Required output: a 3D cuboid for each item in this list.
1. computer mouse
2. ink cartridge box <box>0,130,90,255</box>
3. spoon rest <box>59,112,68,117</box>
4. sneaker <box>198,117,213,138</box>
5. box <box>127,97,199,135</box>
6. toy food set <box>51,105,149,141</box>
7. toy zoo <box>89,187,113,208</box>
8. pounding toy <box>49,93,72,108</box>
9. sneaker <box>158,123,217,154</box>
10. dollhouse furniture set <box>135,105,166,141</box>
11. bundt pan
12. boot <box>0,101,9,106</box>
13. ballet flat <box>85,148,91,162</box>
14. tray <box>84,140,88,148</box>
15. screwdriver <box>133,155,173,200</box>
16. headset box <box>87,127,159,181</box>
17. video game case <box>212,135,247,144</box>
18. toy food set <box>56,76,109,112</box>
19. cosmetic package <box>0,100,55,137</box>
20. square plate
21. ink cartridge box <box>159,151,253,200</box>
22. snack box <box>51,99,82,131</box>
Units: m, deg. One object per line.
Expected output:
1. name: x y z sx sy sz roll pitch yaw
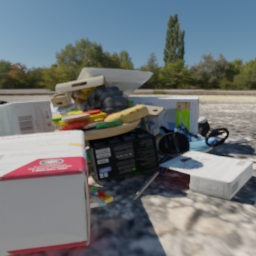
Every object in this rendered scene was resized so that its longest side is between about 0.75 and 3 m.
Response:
1. computer mouse: 1.817 0.382 8.005 2.214 0.649 0.377 -9 -13 -6
2. ink cartridge box: -1.627 0.853 4.622 1.941 1.126 2.630 -5 9 -8
3. spoon rest: -1.966 0.122 9.099 0.632 1.273 0.386 -14 -11 15
4. sneaker: 2.690 0.162 11.069 1.302 0.741 0.491 -35 10 30
5. box: 1.050 -0.322 10.280 2.970 1.671 1.505 3 9 14
6. toy food set: -0.762 -0.133 6.946 2.205 0.542 2.227 -15 11 -37
7. toy zoo: -0.651 1.309 5.242 0.519 0.081 0.792 -7 12 -40
8. pounding toy: -2.927 -1.216 12.047 0.936 0.488 1.066 -8 21 9
9. sneaker: 1.784 0.319 8.816 1.988 0.894 0.779 4 10 24
10. dollhouse furniture set: 0.379 0.104 8.365 1.020 1.026 1.455 10 34 35
11. bundt pan: -0.851 -0.392 9.302 0.784 2.089 2.089 1 6 -41
12. boot: -4.773 -0.926 12.267 1.454 0.477 1.198 3 7 -9
13. ballet flat: -0.942 0.663 8.200 0.433 0.439 1.289 -11 1 39
14. tray: -1.802 0.650 7.636 1.017 0.382 2.061 -17 7 13
15. screwdriver: 0.629 1.098 6.258 0.348 0.333 2.389 32 24 9
16. headset box: -0.211 0.559 7.050 1.498 0.798 1.720 -10 11 -11
17. video game case: 3.851 0.427 10.654 0.880 0.111 0.965 -6 10 -30
18. toy food set: -1.422 -1.106 9.935 1.580 0.665 2.201 -11 -12 4
19. cosmetic package: -3.294 -0.014 8.433 1.663 1.392 1.383 -7 5 33
20. square plate: -0.707 -1.625 10.830 2.602 0.370 2.577 -1 -10 -21
21. ink cartridge box: 1.785 0.975 6.296 1.547 0.393 1.756 8 12 36
22. snack box: -2.505 -0.675 12.179 1.950 0.726 2.742 -8 26 4
